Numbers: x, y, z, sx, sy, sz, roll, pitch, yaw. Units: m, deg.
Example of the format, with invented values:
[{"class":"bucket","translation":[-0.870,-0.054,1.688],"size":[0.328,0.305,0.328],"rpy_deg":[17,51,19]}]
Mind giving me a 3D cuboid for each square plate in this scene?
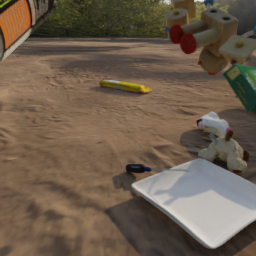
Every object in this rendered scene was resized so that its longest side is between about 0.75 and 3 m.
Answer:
[{"class":"square plate","translation":[1.214,1.104,4.472],"size":[1.707,0.245,1.724],"rpy_deg":[-14,25,-32]}]

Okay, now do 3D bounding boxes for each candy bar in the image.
[{"class":"candy bar","translation":[-0.180,-1.752,11.701],"size":[2.468,0.273,0.615],"rpy_deg":[14,22,34]}]

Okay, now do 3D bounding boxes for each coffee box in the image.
[{"class":"coffee box","translation":[1.599,-0.483,3.465],"size":[0.936,0.206,0.576],"rpy_deg":[-7,63,-44]}]

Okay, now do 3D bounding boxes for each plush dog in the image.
[{"class":"plush dog","translation":[2.008,0.450,5.688],"size":[0.957,0.768,0.822],"rpy_deg":[16,0,29]}]

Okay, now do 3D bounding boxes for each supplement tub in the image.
[{"class":"supplement tub","translation":[-2.498,-2.069,4.745],"size":[1.701,1.701,2.775],"rpy_deg":[6,45,16]}]

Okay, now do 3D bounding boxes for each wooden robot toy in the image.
[{"class":"wooden robot toy","translation":[1.508,-1.650,5.680],"size":[1.270,1.308,2.882],"rpy_deg":[-24,46,-6]}]

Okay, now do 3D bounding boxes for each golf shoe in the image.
[{"class":"golf shoe","translation":[2.160,-0.001,7.117],"size":[0.601,0.495,1.313],"rpy_deg":[-15,19,0]}]

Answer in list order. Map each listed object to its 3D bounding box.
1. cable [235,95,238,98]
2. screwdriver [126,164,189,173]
[{"class":"cable","translation":[4.154,-0.794,8.531],"size":[1.312,0.680,2.702],"rpy_deg":[17,21,1]},{"class":"screwdriver","translation":[0.493,0.771,5.090],"size":[1.280,0.179,0.186],"rpy_deg":[0,33,38]}]
